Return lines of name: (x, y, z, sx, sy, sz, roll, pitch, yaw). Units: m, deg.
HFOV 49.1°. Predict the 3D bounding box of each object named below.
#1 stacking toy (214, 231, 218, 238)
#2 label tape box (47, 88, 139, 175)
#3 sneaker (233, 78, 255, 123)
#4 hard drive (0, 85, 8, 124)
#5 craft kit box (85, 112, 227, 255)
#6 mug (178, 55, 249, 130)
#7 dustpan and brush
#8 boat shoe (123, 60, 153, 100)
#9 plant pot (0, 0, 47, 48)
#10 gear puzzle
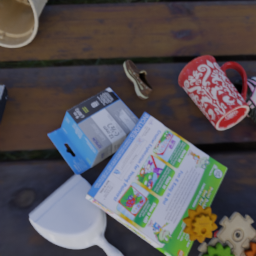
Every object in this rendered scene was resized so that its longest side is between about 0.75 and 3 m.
stacking toy: (2.270, 2.706, 6.324, 0.359, 0.359, 0.841, -26, 57, -16)
label tape box: (-0.929, 0.048, 7.721, 2.165, 0.716, 1.551, -31, 66, -22)
sneaker: (3.622, -0.606, 8.148, 0.968, 0.900, 2.241, 1, 45, -2)
hard drive: (-4.217, -0.413, 7.787, 1.415, 0.383, 2.025, -11, 41, -2)
craft kit box: (0.750, 1.299, 6.692, 2.533, 0.622, 2.565, 34, 63, 5)
mug: (2.590, -1.098, 7.972, 1.694, 1.273, 1.908, -40, 56, 22)
dustpan and brush: (-0.907, 2.328, 6.469, 2.327, 0.666, 1.624, 31, 53, 25)
boat shoe: (0.364, -1.616, 8.811, 0.547, 0.548, 1.482, -5, 61, -47)
plant pot: (-4.060, -4.660, 9.909, 2.694, 2.694, 2.466, 8, 46, 5)
gear puzzle: (2.180, 2.516, 5.454, 1.473, 0.372, 2.843, -45, 98, -10)
